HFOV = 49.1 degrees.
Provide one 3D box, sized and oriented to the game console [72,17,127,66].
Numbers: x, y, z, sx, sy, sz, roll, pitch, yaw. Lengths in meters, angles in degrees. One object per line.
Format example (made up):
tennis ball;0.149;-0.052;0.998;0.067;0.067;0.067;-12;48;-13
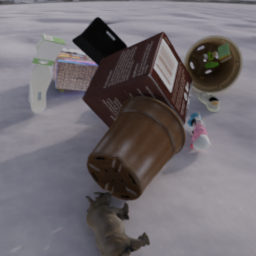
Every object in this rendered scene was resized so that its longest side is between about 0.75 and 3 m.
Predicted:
game console;-1.098;-3.217;10.728;1.421;1.616;0.940;-45;28;11

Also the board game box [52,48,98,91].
board game box;-2.692;-3.084;14.537;2.204;1.339;2.765;2;29;-19

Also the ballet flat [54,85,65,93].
ballet flat;-3.524;-2.139;14.297;0.350;0.373;1.032;-12;32;-29

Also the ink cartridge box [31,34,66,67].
ink cartridge box;-2.906;-2.756;10.066;0.871;1.197;0.287;-2;60;-45

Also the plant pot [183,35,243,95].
plant pot;4.156;-3.355;14.492;2.772;2.772;2.538;3;19;5

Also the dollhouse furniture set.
dollhouse furniture set;3.392;-2.786;10.768;0.480;0.627;0.957;-7;-9;-31

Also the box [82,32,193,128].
box;0.413;-1.331;9.605;2.747;2.256;2.279;-13;43;36

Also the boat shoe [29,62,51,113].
boat shoe;-3.717;-1.729;11.557;0.835;2.318;0.794;-18;49;-33

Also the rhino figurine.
rhino figurine;-0.451;2.206;6.732;1.039;0.711;2.376;-17;29;-19

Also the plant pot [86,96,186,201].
plant pot;0.149;0.673;7.977;2.286;2.286;2.263;17;47;26

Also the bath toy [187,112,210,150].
bath toy;2.513;0.212;10.133;0.662;0.778;1.790;-28;28;21

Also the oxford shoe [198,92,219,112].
oxford shoe;3.716;-1.331;12.833;0.675;0.518;1.794;-5;29;-3
